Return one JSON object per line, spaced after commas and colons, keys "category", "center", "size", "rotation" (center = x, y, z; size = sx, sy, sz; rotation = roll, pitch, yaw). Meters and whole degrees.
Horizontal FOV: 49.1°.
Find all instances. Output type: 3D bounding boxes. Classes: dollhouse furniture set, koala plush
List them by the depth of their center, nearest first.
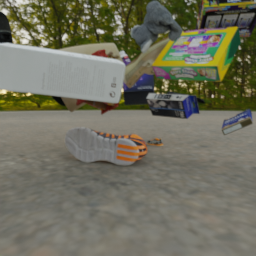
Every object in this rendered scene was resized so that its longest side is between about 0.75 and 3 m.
{"category": "koala plush", "center": [0.537, -2.312, 6.551], "size": [1.022, 0.906, 0.939], "rotation": [-39, -31, 25]}
{"category": "dollhouse furniture set", "center": [-0.964, -1.622, 9.254], "size": [0.848, 2.085, 1.122], "rotation": [-21, -31, 40]}

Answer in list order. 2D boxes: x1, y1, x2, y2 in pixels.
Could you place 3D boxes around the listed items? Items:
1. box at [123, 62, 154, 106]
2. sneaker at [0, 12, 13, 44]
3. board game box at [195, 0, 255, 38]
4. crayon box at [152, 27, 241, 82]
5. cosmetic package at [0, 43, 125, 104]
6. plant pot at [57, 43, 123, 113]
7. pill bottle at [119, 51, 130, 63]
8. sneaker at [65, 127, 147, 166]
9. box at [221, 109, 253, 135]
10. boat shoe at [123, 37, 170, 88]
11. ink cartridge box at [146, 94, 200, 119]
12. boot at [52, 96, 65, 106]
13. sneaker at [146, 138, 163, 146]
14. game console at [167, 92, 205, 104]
{"category": "box", "center": [0.483, -2.026, 12.632], "size": [1.385, 1.872, 0.976], "rotation": [-3, -35, 4]}
{"category": "sneaker", "center": [-3.868, -2.482, 9.052], "size": [1.028, 2.347, 0.889], "rotation": [16, 23, 25]}
{"category": "board game box", "center": [2.744, -3.049, 7.725], "size": [1.574, 0.446, 1.301], "rotation": [-2, -20, 3]}
{"category": "crayon box", "center": [1.716, -1.854, 7.081], "size": [1.745, 0.509, 1.505], "rotation": [10, 55, 38]}
{"category": "cosmetic package", "center": [-1.710, -1.424, 7.174], "size": [2.951, 1.092, 1.500], "rotation": [6, 16, -17]}
{"category": "plant pot", "center": [-1.545, -2.251, 10.960], "size": [2.613, 2.447, 2.447], "rotation": [-25, 8, -3]}
{"category": "pill bottle", "center": [-0.194, -3.447, 14.413], "size": [0.520, 0.932, 0.520], "rotation": [-27, 1, 0]}
{"category": "sneaker", "center": [-0.640, 0.605, 9.075], "size": [2.693, 1.045, 1.509], "rotation": [14, 7, 24]}
{"category": "box", "center": [2.890, -0.188, 7.415], "size": [0.747, 0.200, 1.234], "rotation": [-27, 3, 27]}
{"category": "boat shoe", "center": [0.644, -2.010, 8.668], "size": [2.250, 0.731, 0.812], "rotation": [-31, 8, 36]}
{"category": "ink cartridge box", "center": [1.446, -0.705, 9.114], "size": [1.630, 0.811, 0.320], "rotation": [5, 48, 32]}
{"category": "boot", "center": [-2.653, -1.829, 10.852], "size": [0.610, 1.648, 1.351], "rotation": [-23, 28, 30]}
{"category": "sneaker", "center": [1.128, 0.582, 11.788], "size": [0.798, 0.308, 0.312], "rotation": [2, 8, 38]}
{"category": "game console", "center": [2.338, -1.286, 11.660], "size": [0.961, 0.196, 1.629], "rotation": [10, 9, -39]}
